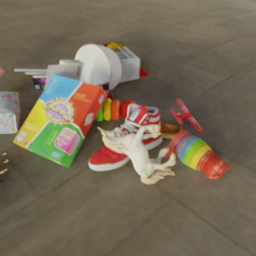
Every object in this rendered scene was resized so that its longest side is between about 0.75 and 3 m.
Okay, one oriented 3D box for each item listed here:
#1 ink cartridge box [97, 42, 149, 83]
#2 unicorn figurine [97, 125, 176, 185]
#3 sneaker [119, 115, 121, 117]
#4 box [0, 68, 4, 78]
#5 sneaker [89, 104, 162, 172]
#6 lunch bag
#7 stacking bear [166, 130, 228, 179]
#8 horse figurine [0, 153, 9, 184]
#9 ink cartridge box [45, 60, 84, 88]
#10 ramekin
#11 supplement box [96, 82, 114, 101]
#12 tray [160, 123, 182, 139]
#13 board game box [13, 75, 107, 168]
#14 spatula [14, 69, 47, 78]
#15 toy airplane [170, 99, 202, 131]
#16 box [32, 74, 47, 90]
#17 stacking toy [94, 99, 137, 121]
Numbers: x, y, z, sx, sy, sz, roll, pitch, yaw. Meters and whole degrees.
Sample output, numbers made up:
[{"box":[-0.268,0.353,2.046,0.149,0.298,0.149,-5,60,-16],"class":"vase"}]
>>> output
[{"box":[-0.457,-3.504,14.688,2.347,1.121,2.674,-14,39,-19],"class":"ink cartridge box"},{"box":[0.316,0.617,8.553,1.723,0.927,2.509,-28,82,-1],"class":"unicorn figurine"},{"box":[-0.510,-0.711,11.673,0.792,0.309,0.338,20,39,23],"class":"sneaker"},{"box":[-6.639,-2.534,12.091,1.031,1.939,1.476,-31,35,19],"class":"box"},{"box":[-0.085,0.218,9.275,2.928,1.646,1.043,-25,38,-29],"class":"sneaker"},{"box":[-5.216,-0.564,10.761,1.879,1.195,1.593,-1,37,-16],"class":"lunch bag"},{"box":[2.281,0.944,8.995,1.106,1.036,1.822,-29,51,-32],"class":"stacking bear"},{"box":[-4.214,1.306,8.926,0.791,0.298,1.193,-23,46,5],"class":"horse figurine"},{"box":[-2.713,-1.720,11.185,0.438,1.960,1.727,36,33,28],"class":"ink cartridge box"},{"box":[-1.316,-2.629,12.666,2.284,2.284,1.064,26,30,30],"class":"ramekin"},{"box":[-0.965,-1.393,11.868,0.535,0.984,0.300,-12,22,9],"class":"supplement box"},{"box":[1.359,0.108,10.659,1.270,0.235,0.627,10,38,12],"class":"tray"},{"box":[-2.345,-0.335,9.735,2.200,0.580,2.875,18,72,25],"class":"board game box"},{"box":[-3.810,-2.645,13.429,1.870,0.216,2.689,23,21,31],"class":"spatula"},{"box":[2.204,-0.437,10.876,1.634,0.300,1.634,34,30,-23],"class":"toy airplane"},{"box":[-4.002,-2.180,13.378,0.898,0.594,0.515,6,33,9],"class":"box"},{"box":[-1.037,-0.773,11.001,2.912,1.243,1.243,1,37,0],"class":"stacking toy"}]
